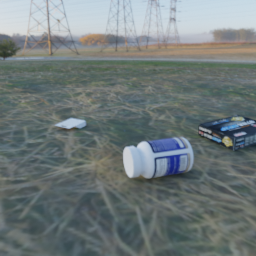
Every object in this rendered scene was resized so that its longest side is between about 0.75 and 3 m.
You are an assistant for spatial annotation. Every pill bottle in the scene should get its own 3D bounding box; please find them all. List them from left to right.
[{"bbox_3d":[0.693,0.719,6.631,1.495,0.865,0.865,-5,18,-19],"label":"pill bottle"}]

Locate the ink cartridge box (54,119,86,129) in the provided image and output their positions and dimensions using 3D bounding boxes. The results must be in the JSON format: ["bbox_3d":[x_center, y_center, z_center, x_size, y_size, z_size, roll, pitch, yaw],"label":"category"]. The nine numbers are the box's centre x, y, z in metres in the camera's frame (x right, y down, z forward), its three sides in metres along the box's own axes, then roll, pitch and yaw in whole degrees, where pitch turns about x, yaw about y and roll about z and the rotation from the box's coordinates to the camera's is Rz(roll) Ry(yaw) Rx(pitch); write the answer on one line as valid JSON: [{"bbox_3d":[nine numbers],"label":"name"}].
[{"bbox_3d":[-2.133,-0.091,10.367,0.736,0.258,0.906,10,28,30],"label":"ink cartridge box"}]

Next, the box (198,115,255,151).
[{"bbox_3d":[3.521,0.111,9.144,1.925,0.443,1.530,-11,22,-26],"label":"box"}]
